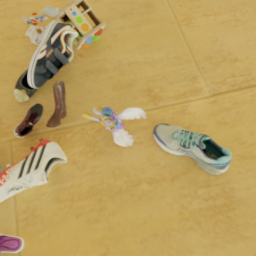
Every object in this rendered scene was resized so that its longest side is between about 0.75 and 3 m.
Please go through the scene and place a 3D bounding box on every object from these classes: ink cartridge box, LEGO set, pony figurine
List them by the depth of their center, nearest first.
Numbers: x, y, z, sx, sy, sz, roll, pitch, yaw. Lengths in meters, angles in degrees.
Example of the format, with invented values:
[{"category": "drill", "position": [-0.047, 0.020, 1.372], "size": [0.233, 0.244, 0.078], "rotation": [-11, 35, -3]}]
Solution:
[{"category": "pony figurine", "position": [-0.486, -0.209, 9.889], "size": [1.830, 1.766, 1.524], "rotation": [33, 110, 45]}, {"category": "ink cartridge box", "position": [-3.839, -4.043, 12.362], "size": [1.190, 0.397, 0.689], "rotation": [18, 66, 8]}, {"category": "LEGO set", "position": [-3.734, -4.986, 12.583], "size": [1.443, 0.474, 1.932], "rotation": [23, 58, 20]}]

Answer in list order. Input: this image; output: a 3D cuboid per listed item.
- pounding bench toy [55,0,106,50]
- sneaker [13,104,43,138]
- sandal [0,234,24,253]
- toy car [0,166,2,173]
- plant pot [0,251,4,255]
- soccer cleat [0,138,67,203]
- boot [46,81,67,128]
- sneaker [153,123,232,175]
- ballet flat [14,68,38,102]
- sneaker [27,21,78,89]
[{"category": "pounding bench toy", "position": [-2.086, -4.301, 12.077], "size": [1.304, 2.099, 1.637], "rotation": [-42, 103, -17]}, {"category": "sneaker", "position": [-3.511, -0.234, 10.239], "size": [0.570, 0.870, 1.507], "rotation": [39, 73, -29]}, {"category": "sandal", "position": [-4.076, 3.597, 8.708], "size": [1.586, 0.390, 0.646], "rotation": [-5, 65, -2]}, {"category": "toy car", "position": [-5.502, 0.862, 9.593], "size": [1.937, 1.858, 2.101], "rotation": [-15, 37, -6]}, {"category": "plant pot", "position": [-4.083, 4.453, 7.351], "size": [1.888, 2.133, 2.131], "rotation": [38, 78, -4]}, {"category": "soccer cleat", "position": [-3.380, 1.624, 9.345], "size": [1.257, 1.013, 2.952], "rotation": [38, 66, 19]}, {"category": "boot", "position": [-2.562, -0.877, 9.926], "size": [0.468, 1.456, 1.357], "rotation": [9, 30, 5]}, {"category": "sneaker", "position": [2.254, 0.476, 9.720], "size": [2.904, 1.254, 1.127], "rotation": [26, 67, 12]}, {"category": "ballet flat", "position": [-3.749, -2.098, 11.172], "size": [0.821, 0.702, 2.470], "rotation": [36, 64, -21]}, {"category": "sneaker", "position": [-2.866, -2.730, 10.762], "size": [1.104, 1.090, 2.780], "rotation": [21, 87, 11]}]
